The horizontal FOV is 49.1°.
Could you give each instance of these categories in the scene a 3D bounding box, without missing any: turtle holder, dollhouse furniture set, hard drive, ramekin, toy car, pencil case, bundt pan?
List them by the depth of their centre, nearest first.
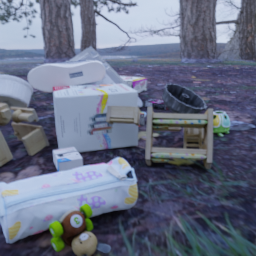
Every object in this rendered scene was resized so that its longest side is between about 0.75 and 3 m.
[{"bbox_3d":[-0.707,1.747,4.388,0.696,0.668,0.847,-23,39,-37],"label":"toy car"},{"bbox_3d":[-1.053,1.247,5.108,2.475,1.029,1.123,-9,-6,-24],"label":"pencil case"},{"bbox_3d":[-3.668,0.153,8.049,1.456,1.700,1.788,7,33,35],"label":"dollhouse furniture set"},{"bbox_3d":[0.911,0.361,8.267,2.734,1.520,2.418,2,-7,8],"label":"dollhouse furniture set"},{"bbox_3d":[3.133,-0.174,10.044,1.081,0.768,0.821,-5,19,-15],"label":"turtle holder"},{"bbox_3d":[-1.269,-1.642,10.765,1.893,2.709,0.513,-39,-9,-18],"label":"hard drive"},{"bbox_3d":[2.280,-1.079,11.916,1.927,0.723,1.927,19,30,-12],"label":"bundt pan"},{"bbox_3d":[-5.299,-1.451,12.455,1.926,0.939,1.926,2,-23,1],"label":"ramekin"}]

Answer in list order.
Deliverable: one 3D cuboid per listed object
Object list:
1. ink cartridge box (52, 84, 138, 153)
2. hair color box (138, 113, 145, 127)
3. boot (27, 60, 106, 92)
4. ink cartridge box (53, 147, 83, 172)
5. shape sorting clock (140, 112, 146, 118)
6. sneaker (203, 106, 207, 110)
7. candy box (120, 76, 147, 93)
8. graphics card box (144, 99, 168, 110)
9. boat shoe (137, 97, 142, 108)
[{"bbox_3d":[-1.069,-0.390,9.025,2.483,1.796,1.804,-5,18,-16],"label":"ink cartridge box"},{"bbox_3d":[0.286,-0.312,9.996,0.269,0.446,0.878,-6,8,-23],"label":"hair color box"},{"bbox_3d":[-2.131,-1.879,9.856,2.600,0.946,1.174,-7,19,-12],"label":"boot"},{"bbox_3d":[-1.624,0.856,7.483,0.624,0.363,0.863,-8,19,-23],"label":"ink cartridge box"},{"bbox_3d":[0.319,-0.462,10.923,0.789,0.155,0.789,-10,28,6],"label":"shape sorting clock"},{"bbox_3d":[3.377,-1.080,13.703,0.906,0.343,0.524,15,16,12],"label":"sneaker"},{"bbox_3d":[-0.523,-2.798,18.040,2.919,0.890,1.991,10,20,27],"label":"candy box"},{"bbox_3d":[1.487,-1.168,13.900,1.251,0.318,0.785,8,20,27],"label":"graphics card box"},{"bbox_3d":[-0.354,-1.266,13.246,2.361,0.837,0.851,10,52,-43],"label":"boat shoe"}]
